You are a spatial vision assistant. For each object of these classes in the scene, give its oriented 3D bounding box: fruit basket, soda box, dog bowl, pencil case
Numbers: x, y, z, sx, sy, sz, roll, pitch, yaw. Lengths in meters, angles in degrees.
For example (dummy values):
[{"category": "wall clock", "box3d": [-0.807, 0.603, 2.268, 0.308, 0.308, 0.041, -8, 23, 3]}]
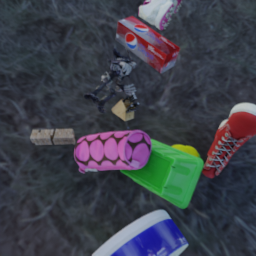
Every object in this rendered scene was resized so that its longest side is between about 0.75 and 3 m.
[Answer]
[{"category": "fruit basket", "box3d": [1.072, 1.054, 7.288, 2.052, 2.052, 1.480, 22, 90, 7]}, {"category": "soda box", "box3d": [0.501, -2.337, 7.772, 0.589, 0.650, 1.857, -33, 63, -33]}, {"category": "dog bowl", "box3d": [0.194, 2.884, 6.213, 2.262, 2.262, 0.891, -34, 61, -10]}, {"category": "pencil case", "box3d": [-0.440, 0.634, 6.992, 0.962, 2.119, 0.993, 40, 57, -31]}]

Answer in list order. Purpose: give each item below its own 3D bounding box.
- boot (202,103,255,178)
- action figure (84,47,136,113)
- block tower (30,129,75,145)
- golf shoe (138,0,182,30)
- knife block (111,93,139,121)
[{"category": "boot", "box3d": [2.522, 0.453, 6.965, 0.858, 2.368, 1.709, 31, 77, 10]}, {"category": "action figure", "box3d": [-0.236, -1.213, 6.926, 0.919, 1.070, 1.800, 22, 67, 33]}, {"category": "block tower", "box3d": [-2.126, 0.259, 8.030, 1.224, 0.330, 0.354, 0, 51, 4]}, {"category": "golf shoe", "box3d": [0.874, -3.152, 6.996, 0.819, 0.674, 1.789, 23, 51, 12]}, {"category": "knife block", "box3d": [-0.069, -0.531, 6.179, 0.243, 0.667, 0.759, -19, 37, -30]}]
